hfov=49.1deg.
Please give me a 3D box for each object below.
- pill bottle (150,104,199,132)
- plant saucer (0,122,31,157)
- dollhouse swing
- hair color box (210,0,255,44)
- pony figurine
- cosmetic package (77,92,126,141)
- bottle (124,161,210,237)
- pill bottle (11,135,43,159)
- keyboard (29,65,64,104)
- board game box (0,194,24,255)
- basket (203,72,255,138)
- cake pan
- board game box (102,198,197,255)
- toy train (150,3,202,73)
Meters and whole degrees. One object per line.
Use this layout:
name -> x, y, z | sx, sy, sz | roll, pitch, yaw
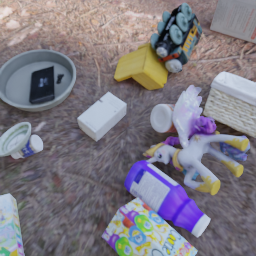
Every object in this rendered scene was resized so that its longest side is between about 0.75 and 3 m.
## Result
pill bottle -> 1.281, -0.247, 7.443 | 1.297, 0.727, 0.727 | 0, 49, -40
plant saucer -> -2.902, 0.343, 7.202 | 1.143, 0.287, 1.143 | -21, 38, 17
dollhouse swing -> 0.443, -1.892, 9.348 | 1.252, 1.211, 1.378 | 33, 51, -29
hair color box -> 4.590, -3.949, 9.901 | 2.900, 1.608, 0.927 | 24, 60, 15
pony figurine -> 1.659, 0.387, 6.788 | 2.308, 1.922, 2.228 | 25, 70, 47
cosmetic package -> -0.739, -0.338, 8.126 | 0.741, 0.533, 1.313 | 35, 62, 19
bottle -> 0.881, 1.629, 6.488 | 2.081, 0.869, 0.679 | 34, 21, 29
pill bottle -> -2.725, 0.532, 7.482 | 0.780, 0.467, 0.467 | -24, 56, 13
keyboard -> -2.501, -1.381, 8.716 | 1.072, 0.229, 1.786 | -17, 44, -1
board game box -> -3.794, 2.800, 6.046 | 2.822, 0.483, 1.897 | -17, 58, -11
basket -> 3.139, -0.648, 7.750 | 1.812, 1.118, 1.228 | 27, 32, 20
cake pan -> -2.887, -1.502, 8.951 | 2.495, 0.458, 2.495 | 0, 56, 0
board game box -> 0.436, 2.426, 5.875 | 1.668, 0.859, 0.875 | 38, 23, 22
toy train -> 1.673, -3.016, 9.344 | 1.097, 1.467, 2.574 | -10, 44, 41
